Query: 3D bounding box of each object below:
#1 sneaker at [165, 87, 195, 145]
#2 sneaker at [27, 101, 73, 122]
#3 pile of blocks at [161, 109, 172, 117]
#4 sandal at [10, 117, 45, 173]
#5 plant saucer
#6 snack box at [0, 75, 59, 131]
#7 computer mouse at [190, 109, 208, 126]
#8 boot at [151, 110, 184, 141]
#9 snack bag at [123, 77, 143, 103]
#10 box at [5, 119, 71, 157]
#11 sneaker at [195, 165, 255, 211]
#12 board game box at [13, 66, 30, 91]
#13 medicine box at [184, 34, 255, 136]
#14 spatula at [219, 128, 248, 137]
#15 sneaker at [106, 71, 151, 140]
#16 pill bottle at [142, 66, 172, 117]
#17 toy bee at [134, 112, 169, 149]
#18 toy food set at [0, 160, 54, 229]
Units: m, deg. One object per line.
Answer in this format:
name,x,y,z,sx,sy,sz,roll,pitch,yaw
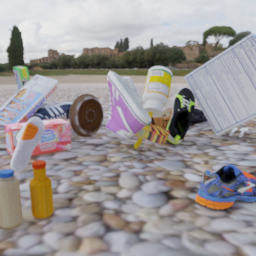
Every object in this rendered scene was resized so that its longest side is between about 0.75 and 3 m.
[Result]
sneaker,2.026,-0.495,9.994,0.885,2.468,1.022,22,-24,-7
sneaker,-2.847,-0.346,10.908,2.229,0.781,1.209,-3,51,-2
pile of blocks,2.644,-0.731,15.377,1.887,0.775,0.586,-14,60,-21
sandal,-2.852,0.403,7.589,0.479,0.641,1.672,-1,54,27
plant saucer,-1.406,-0.434,10.031,0.254,1.583,1.583,5,12,39
snack box,-3.851,-1.004,10.618,1.052,0.356,2.926,18,47,12
computer mouse,3.273,-0.470,14.179,1.520,0.498,2.165,-7,18,-10
boot,1.454,-0.243,10.772,1.275,1.643,0.630,11,-32,-14
snack bag,0.123,-1.345,10.004,0.111,1.039,0.979,-30,16,-10
box,-2.940,0.297,9.220,1.906,0.978,0.902,-10,15,-35
sneaker,2.292,1.131,5.833,1.941,0.761,0.731,-7,15,-29
board game box,-4.528,-1.373,12.535,0.387,2.661,1.791,-17,21,-26
medicine box,4.124,-1.531,10.611,2.893,2.635,1.489,-31,-9,30
spatula,4.327,0.185,11.654,1.103,0.127,1.586,5,15,29
sneaker,-0.387,-0.678,8.761,0.858,1.351,2.369,23,31,-48
pill bottle,1.395,-1.746,13.708,1.271,2.254,1.271,11,-22,5
toy bee,0.276,0.081,9.325,2.054,1.345,1.117,5,21,22
toy food set,-2.622,1.130,5.143,2.329,1.048,1.112,4,13,17
